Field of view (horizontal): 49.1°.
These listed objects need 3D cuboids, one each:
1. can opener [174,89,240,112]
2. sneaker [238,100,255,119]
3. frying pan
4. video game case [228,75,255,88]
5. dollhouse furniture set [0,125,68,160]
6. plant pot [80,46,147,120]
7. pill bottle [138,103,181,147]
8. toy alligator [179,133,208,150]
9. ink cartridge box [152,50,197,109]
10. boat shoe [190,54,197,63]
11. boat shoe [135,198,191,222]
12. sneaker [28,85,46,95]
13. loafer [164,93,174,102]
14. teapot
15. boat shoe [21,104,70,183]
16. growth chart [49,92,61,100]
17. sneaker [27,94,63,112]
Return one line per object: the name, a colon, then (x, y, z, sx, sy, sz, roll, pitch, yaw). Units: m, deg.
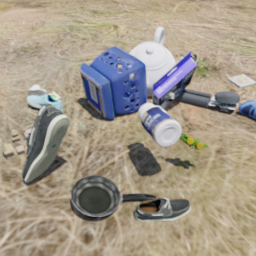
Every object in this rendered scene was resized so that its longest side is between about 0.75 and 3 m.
can opener: (3.575, -1.492, 12.855, 2.955, 0.988, 0.788, 16, 42, 19)
sneaker: (5.777, -0.602, 11.970, 2.025, 0.749, 0.833, 14, 43, 18)
frying pan: (-0.560, 2.056, 8.914, 2.550, 0.415, 1.542, -8, 43, -27)
video game case: (5.981, -2.476, 14.777, 1.046, 0.120, 0.952, -16, 41, -19)
dollhouse furniture set: (-3.682, 0.149, 10.780, 2.363, 1.046, 1.225, -19, 43, -22)
plant pot: (-0.704, -1.886, 12.348, 2.134, 2.374, 2.373, -28, 47, -23)
pill bottle: (0.920, -0.166, 8.903, 0.890, 0.890, 1.602, -14, 33, -17)
toy alligator: (1.989, 0.436, 9.285, 1.356, 0.326, 0.450, 27, 11, 5)
ink cartridge box: (1.904, -1.836, 11.749, 2.226, 2.247, 0.488, -42, 72, -11)
boat shoe: (3.722, -4.042, 16.436, 0.533, 0.501, 1.483, 21, 42, 26)
boat shoe: (1.072, 2.393, 8.376, 1.734, 0.586, 0.623, -5, 38, -9)
sneaker: (-4.420, -1.918, 13.907, 0.936, 0.345, 0.541, 7, 42, 10)
loafer: (1.563, -1.094, 10.643, 0.264, 0.755, 0.263, -4, 79, -7)
teapot: (1.054, -3.106, 13.416, 2.836, 2.098, 2.873, -22, 61, -10)
boat shoe: (-2.814, 0.551, 9.020, 0.966, 2.856, 1.026, 37, 26, 15)
growth chart: (-3.881, -1.335, 13.375, 0.935, 0.115, 1.292, 30, 47, 33)
sneaker: (-3.741, -1.262, 12.641, 1.794, 0.735, 0.663, 17, 33, 9)
